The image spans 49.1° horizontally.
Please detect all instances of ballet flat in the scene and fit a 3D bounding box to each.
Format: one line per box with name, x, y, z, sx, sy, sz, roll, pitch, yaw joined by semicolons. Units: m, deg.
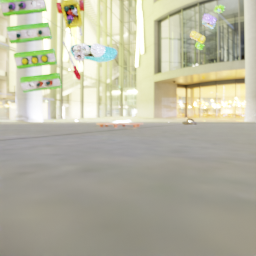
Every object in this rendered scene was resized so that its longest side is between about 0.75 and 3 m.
ballet flat;-1.417;-2.920;10.747;1.982;0.667;0.697;7;-14;24

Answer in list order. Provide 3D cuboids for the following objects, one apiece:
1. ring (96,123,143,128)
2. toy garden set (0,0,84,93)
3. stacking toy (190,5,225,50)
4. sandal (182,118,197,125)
ring;-0.283;-0.097;9.580;1.589;0.153;1.589;-1;1;0
toy garden set;-2.409;-2.553;8.658;2.404;2.884;0.575;-8;26;-4
stacking toy;2.507;-3.349;8.820;0.471;1.512;2.005;30;14;9
sandal;3.250;-0.339;14.784;0.510;0.341;1.248;0;2;-7
